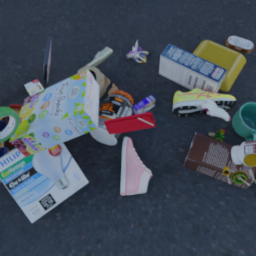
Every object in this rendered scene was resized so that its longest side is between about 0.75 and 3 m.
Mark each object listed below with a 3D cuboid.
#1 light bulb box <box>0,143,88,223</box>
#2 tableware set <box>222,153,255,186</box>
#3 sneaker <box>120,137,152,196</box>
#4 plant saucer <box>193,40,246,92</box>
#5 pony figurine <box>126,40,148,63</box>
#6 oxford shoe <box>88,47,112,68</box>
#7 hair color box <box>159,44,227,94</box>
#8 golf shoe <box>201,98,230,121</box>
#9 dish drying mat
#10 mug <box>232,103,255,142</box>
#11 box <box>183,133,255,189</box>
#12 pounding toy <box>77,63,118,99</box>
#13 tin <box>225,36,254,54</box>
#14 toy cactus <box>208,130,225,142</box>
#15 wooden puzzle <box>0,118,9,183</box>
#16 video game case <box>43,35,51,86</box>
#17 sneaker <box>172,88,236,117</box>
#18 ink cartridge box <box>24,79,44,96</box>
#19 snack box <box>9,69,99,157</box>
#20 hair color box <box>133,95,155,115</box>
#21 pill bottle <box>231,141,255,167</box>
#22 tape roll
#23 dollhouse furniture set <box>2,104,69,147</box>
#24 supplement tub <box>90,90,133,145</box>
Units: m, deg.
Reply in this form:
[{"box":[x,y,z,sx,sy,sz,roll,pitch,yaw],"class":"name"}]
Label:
[{"box":[-3.107,1.568,9.982,2.350,1.479,2.371,-35,99,-19],"class":"light bulb box"},{"box":[2.959,1.018,6.800,1.267,0.853,0.194,-14,24,24],"class":"tableware set"},{"box":[0.322,1.486,10.978,1.224,0.882,2.342,1,63,1],"class":"sneaker"},{"box":[4.376,-3.322,14.060,2.572,0.623,2.573,30,63,16],"class":"plant saucer"},{"box":[0.475,-3.830,14.354,1.042,0.868,1.006,18,68,-6],"class":"pony figurine"},{"box":[-1.011,-2.494,9.881,1.021,0.384,0.295,-41,88,-10],"class":"oxford shoe"},{"box":[2.922,-2.602,13.069,2.921,1.461,0.884,31,70,16],"class":"hair color box"},{"box":[3.095,-0.550,9.972,1.114,0.420,0.510,41,85,10],"class":"golf shoe"},{"box":[0.032,-0.099,7.439,1.318,0.506,0.120,-11,40,15],"class":"dish drying mat"},{"box":[5.059,-0.138,11.814,1.370,1.031,1.667,37,65,11],"class":"mug"},{"box":[3.615,1.304,11.060,2.538,0.951,1.271,21,61,11],"class":"box"},{"box":[-1.446,-1.944,13.262,1.249,1.254,2.185,-46,56,6],"class":"pounding toy"},{"box":[5.970,-4.463,14.960,1.492,0.312,0.835,24,57,14],"class":"tin"},{"box":[3.804,0.348,12.019,0.668,0.414,0.810,12,60,29],"class":"toy cactus"},{"box":[-4.971,0.318,10.510,0.680,2.938,2.722,-5,59,-11],"class":"wooden puzzle"},{"box":[-2.977,-2.431,10.325,0.156,1.648,1.177,7,71,-14],"class":"video game case"},{"box":[3.368,-1.305,12.555,2.849,1.113,1.286,-2,56,0],"class":"sneaker"},{"box":[-4.344,-1.746,13.221,0.686,0.394,0.946,-30,63,-17],"class":"ink cartridge box"},{"box":[-2.229,-0.502,8.859,2.590,0.876,2.184,-21,41,14],"class":"snack box"},{"box":[0.720,-0.976,12.652,1.040,0.569,0.337,-36,65,-19],"class":"hair color box"},{"box":[4.063,0.791,8.824,1.419,0.802,0.802,-13,48,42],"class":"pill bottle"},{"box":[-3.420,-0.062,7.539,0.247,1.026,1.026,32,64,19],"class":"tape roll"},{"box":[-3.698,0.007,11.406,2.487,1.011,1.338,8,50,-46],"class":"dollhouse furniture set"},{"box":[-0.640,-0.466,11.895,1.329,1.329,2.169,18,60,11],"class":"supplement tub"}]
